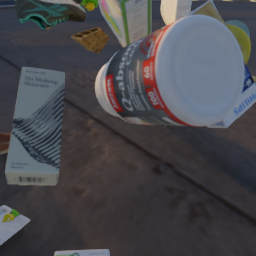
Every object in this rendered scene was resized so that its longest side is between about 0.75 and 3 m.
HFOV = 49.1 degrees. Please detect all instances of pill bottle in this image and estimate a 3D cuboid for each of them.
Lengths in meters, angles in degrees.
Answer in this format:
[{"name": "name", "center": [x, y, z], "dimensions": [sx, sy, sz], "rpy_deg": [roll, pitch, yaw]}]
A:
[{"name": "pill bottle", "center": [0.472, -0.801, 4.868], "dimensions": [1.524, 1.524, 2.631], "rpy_deg": [-17, 9, -26]}]

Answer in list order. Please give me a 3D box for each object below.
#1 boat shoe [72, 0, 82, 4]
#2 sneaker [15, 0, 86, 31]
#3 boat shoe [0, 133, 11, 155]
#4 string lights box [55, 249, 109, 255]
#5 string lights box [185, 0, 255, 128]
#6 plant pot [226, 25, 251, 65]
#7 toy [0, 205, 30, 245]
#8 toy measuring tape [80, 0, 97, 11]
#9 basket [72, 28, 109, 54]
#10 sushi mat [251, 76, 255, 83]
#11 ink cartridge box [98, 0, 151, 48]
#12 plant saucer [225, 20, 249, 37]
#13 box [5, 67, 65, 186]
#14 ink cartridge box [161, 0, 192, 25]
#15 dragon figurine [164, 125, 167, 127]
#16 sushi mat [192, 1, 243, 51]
[{"name": "boat shoe", "center": [-1.257, -2.017, 3.638], "dimensions": [1.536, 0.519, 0.552], "rpy_deg": [30, 17, -5]}, {"name": "sneaker", "center": [-2.457, -3.564, 8.891], "dimensions": [2.322, 1.059, 0.901], "rpy_deg": [2, -4, -29]}, {"name": "boat shoe", "center": [-3.766, 0.340, 7.380], "dimensions": [1.839, 0.660, 0.696], "rpy_deg": [-8, 31, -14]}, {"name": "string lights box", "center": [-0.672, 2.536, 3.782], "dimensions": [0.861, 0.494, 1.676], "rpy_deg": [-2, 30, -3]}, {"name": "string lights box", "center": [1.691, -1.245, 5.793], "dimensions": [1.172, 2.281, 0.673], "rpy_deg": [-37, 14, -16]}, {"name": "plant pot", "center": [2.547, -2.060, 7.527], "dimensions": [1.224, 1.725, 1.725], "rpy_deg": [-33, 42, -24]}, {"name": "toy", "center": [-2.493, 1.983, 4.916], "dimensions": [0.788, 0.323, 1.368], "rpy_deg": [15, 35, 29]}, {"name": "toy measuring tape", "center": [-1.295, -4.227, 8.291], "dimensions": [0.642, 0.642, 1.746], "rpy_deg": [-7, 75, -12]}, {"name": "basket", "center": [-1.265, -3.117, 9.501], "dimensions": [0.834, 0.799, 1.120], "rpy_deg": [33, 3, -32]}, {"name": "sushi mat", "center": [5.940, -1.972, 11.894], "dimensions": [1.626, 0.098, 0.778], "rpy_deg": [14, 33, 23]}, {"name": "ink cartridge box", "center": [-0.111, -3.033, 7.302], "dimensions": [0.852, 2.874, 1.492], "rpy_deg": [-30, 76, -3]}, {"name": "plant saucer", "center": [3.365, -2.906, 9.155], "dimensions": [1.152, 1.152, 0.222], "rpy_deg": [21, 9, 31]}, {"name": "box", "center": [-1.465, -0.049, 4.575], "dimensions": [0.771, 0.641, 1.876], "rpy_deg": [4, 61, -17]}, {"name": "ink cartridge box", "center": [1.517, -3.567, 9.627], "dimensions": [0.641, 2.247, 1.827], "rpy_deg": [1, 33, -11]}, {"name": "dragon figurine", "center": [1.244, -0.434, 8.761], "dimensions": [0.246, 0.415, 0.834], "rpy_deg": [19, 64, 19]}, {"name": "sushi mat", "center": [1.579, -1.703, 5.116], "dimensions": [0.522, 1.091, 0.066], "rpy_deg": [-28, 20, 43]}]
